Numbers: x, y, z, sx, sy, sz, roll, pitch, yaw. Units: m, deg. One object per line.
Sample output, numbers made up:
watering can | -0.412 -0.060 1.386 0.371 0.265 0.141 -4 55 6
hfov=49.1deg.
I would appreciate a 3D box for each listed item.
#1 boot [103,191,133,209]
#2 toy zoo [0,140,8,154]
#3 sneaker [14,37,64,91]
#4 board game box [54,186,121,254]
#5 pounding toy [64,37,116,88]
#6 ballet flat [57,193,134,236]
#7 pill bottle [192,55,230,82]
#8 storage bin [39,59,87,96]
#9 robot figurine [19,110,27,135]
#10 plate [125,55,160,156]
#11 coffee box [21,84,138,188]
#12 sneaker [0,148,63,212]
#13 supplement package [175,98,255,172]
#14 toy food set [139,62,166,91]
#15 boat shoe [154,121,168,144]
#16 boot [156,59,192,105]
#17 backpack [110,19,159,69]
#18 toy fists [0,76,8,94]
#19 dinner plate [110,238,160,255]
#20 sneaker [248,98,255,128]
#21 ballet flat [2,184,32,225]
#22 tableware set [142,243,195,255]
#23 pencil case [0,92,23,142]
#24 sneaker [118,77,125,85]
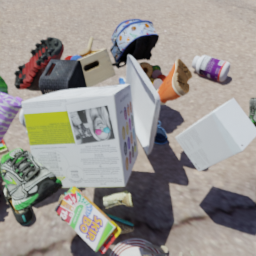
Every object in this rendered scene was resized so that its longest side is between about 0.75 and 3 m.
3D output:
boot | -0.241 1.691 6.429 0.646 0.301 0.836 -12 2 -10
toy zoo | -5.512 0.698 11.453 0.823 0.128 1.254 -24 48 -24
sneaker | -3.134 -2.299 10.680 1.431 2.930 1.036 16 53 -42
board game box | -0.735 1.649 5.021 1.192 0.179 0.569 38 94 15
pounding toy | -1.725 -2.684 11.488 2.217 1.576 2.041 -30 24 -23
ballet flat | -1.105 2.893 8.709 2.617 0.923 0.854 17 71 22
pill bottle | 4.430 -3.253 15.070 1.865 1.048 1.048 26 49 26
storage bin | -2.066 -1.141 9.520 0.972 2.074 1.402 3 49 10
robot figurine | -3.809 -0.385 11.936 1.892 1.069 1.605 16 77 17
plate | 0.466 -0.779 9.341 0.405 2.504 2.499 -11 47 -15
coffee box | -1.066 0.138 7.412 2.249 2.224 2.246 -4 13 11
sneaker | -2.155 0.974 5.715 0.922 1.006 2.362 -29 18 -35
supplement package | 2.264 0.196 7.235 1.109 1.472 1.117 -29 82 -40
toy food set | 0.833 -1.800 10.836 1.348 1.362 0.331 13 3 -19
boat shoe | 0.848 -0.055 11.851 0.853 0.696 2.027 -32 52 -30
boot | 1.468 -1.538 9.297 0.774 1.106 2.062 44 38 -14
backpack | 0.273 -3.298 10.600 1.836 1.749 1.414 -23 86 -30
toy fists | -4.649 -0.877 8.173 2.627 1.339 0.903 -26 31 21
dinner plate | 0.215 3.927 7.900 1.608 0.195 1.608 -1 43 1
sneaker | 3.585 -0.360 7.908 0.429 1.006 0.393 -20 13 -28
ballet flat | -3.706 2.306 9.302 0.671 0.675 1.973 -29 49 -25
tableware set | 1.361 4.032 7.490 2.368 0.363 1.595 16 45 8
pencil case | -3.666 -0.141 7.847 0.768 1.830 0.782 37 9 -1
sneaker | -0.396 -2.213 14.401 0.615 0.424 1.106 -11 50 -24
